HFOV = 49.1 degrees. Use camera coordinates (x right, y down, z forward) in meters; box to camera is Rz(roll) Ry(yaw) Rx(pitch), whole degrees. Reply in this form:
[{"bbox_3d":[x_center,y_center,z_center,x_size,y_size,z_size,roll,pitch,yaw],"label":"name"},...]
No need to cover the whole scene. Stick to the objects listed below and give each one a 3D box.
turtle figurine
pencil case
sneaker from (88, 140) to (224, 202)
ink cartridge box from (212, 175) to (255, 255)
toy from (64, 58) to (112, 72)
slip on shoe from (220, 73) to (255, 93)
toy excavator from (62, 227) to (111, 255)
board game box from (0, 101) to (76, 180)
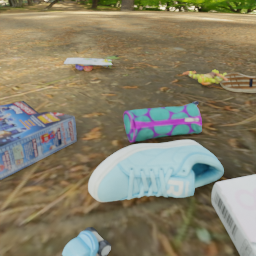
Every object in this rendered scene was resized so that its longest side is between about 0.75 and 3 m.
[{"bbox_3d":[3.130,-1.837,10.518,1.522,0.608,1.887,-14,21,-40],"label":"turtle figurine"},{"bbox_3d":[0.865,-0.145,6.934,1.903,0.810,0.879,-8,2,-14],"label":"pencil case"},{"bbox_3d":[0.613,0.812,4.920,2.544,0.941,1.043,-15,26,-26],"label":"sneaker"},{"bbox_3d":[2.478,1.315,3.661,2.182,0.623,1.774,-12,38,-6],"label":"ink cartridge box"},{"bbox_3d":[-1.760,-2.823,12.600,2.039,0.481,1.174,-2,24,-3],"label":"toy"},{"bbox_3d":[4.274,-1.563,10.087,1.839,0.699,0.557,6,-14,30],"label":"slip on shoe"},{"bbox_3d":[-0.741,1.738,3.592,0.839,0.816,0.419,13,11,-47],"label":"toy excavator"},{"bbox_3d":[-2.539,0.132,6.496,2.343,0.723,2.345,-18,32,-34],"label":"board game box"}]
